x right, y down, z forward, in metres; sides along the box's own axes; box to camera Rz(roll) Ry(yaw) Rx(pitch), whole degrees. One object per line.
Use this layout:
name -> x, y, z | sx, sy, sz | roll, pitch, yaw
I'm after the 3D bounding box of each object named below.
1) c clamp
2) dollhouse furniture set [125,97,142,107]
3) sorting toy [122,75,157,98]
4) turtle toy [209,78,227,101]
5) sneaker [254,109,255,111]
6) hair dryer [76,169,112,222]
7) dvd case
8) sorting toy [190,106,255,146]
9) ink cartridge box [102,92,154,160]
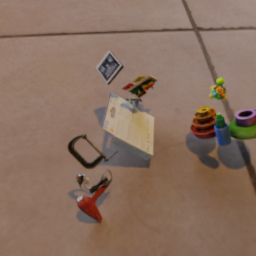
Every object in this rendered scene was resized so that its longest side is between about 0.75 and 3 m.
c clamp -> -1.137, 0.667, 8.460 | 1.288, 0.174, 1.100 | 41, 101, -8
dollhouse furniture set -> 0.199, -1.076, 11.904 | 0.563, 0.803, 0.566 | 7, 74, 19
sorting toy -> 0.608, -1.594, 11.086 | 1.084, 2.249, 0.380 | -31, 81, 18
turtle toy -> 3.610, -1.518, 11.104 | 0.663, 0.460, 0.910 | 7, 79, 10
sneaker -> 5.777, -0.255, 11.750 | 0.717, 0.609, 1.637 | -17, 42, -1
hair dryer -> -1.052, 2.270, 9.175 | 1.306, 1.714, 0.466 | -2, 7, -26
dvd case -> -0.719, -2.299, 10.630 | 0.894, 0.147, 1.190 | -49, 48, 17
sorting toy -> 3.538, -0.283, 10.227 | 2.818, 1.157, 1.693 | -4, 28, 31
ink cartridge box -> 0.002, -0.087, 10.736 | 2.213, 0.479, 2.173 | 28, 40, -18
